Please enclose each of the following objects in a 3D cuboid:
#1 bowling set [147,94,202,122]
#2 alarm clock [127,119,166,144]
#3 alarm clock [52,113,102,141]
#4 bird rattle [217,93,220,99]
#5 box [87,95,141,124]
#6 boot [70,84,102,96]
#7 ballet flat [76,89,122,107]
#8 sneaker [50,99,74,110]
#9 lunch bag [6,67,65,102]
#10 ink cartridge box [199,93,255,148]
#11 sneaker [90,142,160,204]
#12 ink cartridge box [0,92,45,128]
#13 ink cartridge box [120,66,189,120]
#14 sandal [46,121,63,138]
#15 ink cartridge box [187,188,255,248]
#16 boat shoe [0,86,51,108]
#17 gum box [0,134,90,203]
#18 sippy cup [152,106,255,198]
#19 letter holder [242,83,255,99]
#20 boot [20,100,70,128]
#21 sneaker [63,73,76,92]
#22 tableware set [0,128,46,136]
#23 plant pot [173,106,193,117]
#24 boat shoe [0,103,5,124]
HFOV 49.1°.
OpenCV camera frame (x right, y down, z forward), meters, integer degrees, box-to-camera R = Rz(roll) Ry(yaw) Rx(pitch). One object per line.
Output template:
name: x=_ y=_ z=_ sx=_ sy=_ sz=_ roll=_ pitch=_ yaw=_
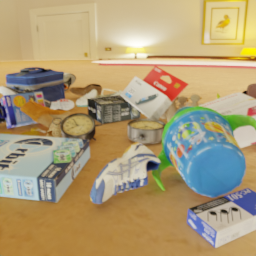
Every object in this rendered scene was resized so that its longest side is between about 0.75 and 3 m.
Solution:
bowling set: x=1.791 y=-0.921 z=11.531 sx=2.207 sy=1.185 sz=1.536 roll=1 pitch=18 yaw=2
alarm clock: x=0.544 y=0.168 z=9.045 sx=1.256 sy=0.620 sz=1.862 roll=6 pitch=15 yaw=17
alarm clock: x=-1.765 y=-0.009 z=9.142 sx=1.639 sy=0.546 sz=1.106 roll=20 pitch=47 yaw=15
bird rattle: x=4.819 y=-1.333 z=14.035 sx=0.821 sy=0.567 sz=1.007 roll=9 pitch=14 yaw=-31
box: x=-0.612 y=-0.828 z=11.889 sx=1.825 sy=0.786 sz=1.495 roll=-10 pitch=20 yaw=-30
boot: x=-2.335 y=-2.181 z=15.648 sx=1.874 sy=0.707 sz=0.690 roll=0 pitch=41 yaw=-33
ballet flat: x=-1.402 y=-1.580 z=14.238 sx=2.507 sy=0.900 sz=0.900 roll=-4 pitch=18 yaw=-10
sneaker: x=-3.127 y=-1.102 z=13.131 sx=1.328 sy=0.512 sz=0.544 roll=-3 pitch=12 yaw=9
lunch bag: x=-4.555 y=-2.015 z=13.740 sx=1.970 sy=1.918 sz=2.899 roll=7 pitch=18 yaw=23
ink cartridge box: x=3.465 y=-0.274 z=9.176 sx=1.729 sy=1.003 sz=2.342 roll=-18 pitch=17 yaw=3
sneaker: x=0.001 y=0.989 z=5.785 sx=0.783 sy=0.668 sz=1.776 roll=33 pitch=52 yaw=21
ink cartridge box: x=-4.054 y=-0.673 z=10.624 sx=1.728 sy=1.179 sz=0.660 roll=-13 pitch=-2 yaw=-35
ink cartridge box: x=0.913 y=-1.433 z=10.538 sx=0.472 sy=1.859 sz=2.110 roll=39 pitch=3 yaw=-44
sandal: x=-2.479 y=0.021 z=9.538 sx=0.669 sy=0.600 sz=1.824 roll=-3 pitch=18 yaw=-10
ink cartridge box: x=1.903 y=1.574 z=5.085 sx=1.548 sy=0.342 sz=0.728 roll=-9 pitch=21 yaw=-27
boat shoe: x=-4.171 y=-1.274 z=11.576 sx=2.168 sy=0.735 sz=0.778 roll=28 pitch=-16 yaw=-33
gum box: x=-2.574 y=0.856 z=6.905 sx=2.694 sy=0.600 sz=2.289 roll=3 pitch=18 yaw=9
sippy cup: x=1.665 y=0.566 z=6.048 sx=1.736 sy=2.211 sz=1.621 roll=21 pitch=19 yaw=-10
letter holder: x=5.753 y=-1.116 z=11.361 sx=2.341 sy=1.664 sz=1.177 roll=0 pitch=18 yaw=2
boot: x=-3.066 y=-0.631 z=10.524 sx=1.333 sy=0.655 sz=1.862 roll=34 pitch=17 yaw=4
sneaker: x=-4.111 y=-2.812 z=18.058 sx=1.114 sy=1.039 sz=2.811 roll=16 pitch=28 yaw=16
tableware set: x=-3.765 y=0.363 z=9.053 sx=1.979 sy=0.304 sz=1.333 roll=-17 pitch=20 yaw=-40
plant pot: x=1.988 y=-0.085 z=9.407 sx=1.126 sy=1.126 sz=0.758 roll=0 pitch=-11 yaw=1
boat shoe: x=-5.029 y=-0.497 z=10.393 sx=0.921 sy=0.972 sz=2.781 roll=-17 pitch=-5 yaw=42
